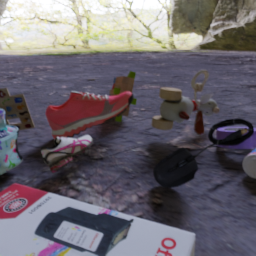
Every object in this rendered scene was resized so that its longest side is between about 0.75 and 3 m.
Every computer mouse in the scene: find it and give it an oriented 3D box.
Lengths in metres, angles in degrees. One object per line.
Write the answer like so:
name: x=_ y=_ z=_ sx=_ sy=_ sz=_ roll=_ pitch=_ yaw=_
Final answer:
computer mouse: x=1.410 y=0.569 z=5.750 sx=0.418 sy=2.454 sz=0.719 roll=-11 pitch=65 yaw=-53

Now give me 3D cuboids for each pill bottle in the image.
pill bottle: x=3.377 y=0.788 z=6.992 sx=0.627 sy=0.627 sz=1.118 roll=18 pitch=27 yaw=40

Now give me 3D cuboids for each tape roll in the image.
tape roll: x=3.196 y=0.279 z=8.222 sx=1.168 sy=0.496 sz=1.168 roll=-3 pitch=6 yaw=0

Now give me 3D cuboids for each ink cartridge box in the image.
ink cartridge box: x=-0.841 y=1.877 z=3.160 sx=2.850 sy=1.180 sz=2.077 roll=8 pitch=21 yaw=21

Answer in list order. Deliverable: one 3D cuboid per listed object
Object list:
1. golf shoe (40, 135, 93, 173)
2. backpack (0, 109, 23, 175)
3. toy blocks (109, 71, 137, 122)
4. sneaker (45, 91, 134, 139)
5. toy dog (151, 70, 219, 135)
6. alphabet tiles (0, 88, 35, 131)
golf shoe: x=-1.477 y=0.460 z=7.052 sx=0.573 sy=0.727 sz=1.580 roll=-30 pitch=3 yaw=36
backpack: x=-3.833 y=0.543 z=6.142 sx=2.194 sy=1.861 sz=2.471 roll=4 pitch=26 yaw=14
toy blocks: x=-0.356 y=-1.264 z=11.199 sx=0.976 sy=1.953 sz=1.335 roll=9 pitch=4 yaw=-23
sneaker: x=-1.249 y=-0.676 z=8.833 sx=2.918 sy=1.265 sz=1.075 roll=-24 pitch=16 yaw=-2
toy dog: x=2.106 y=-0.605 z=9.070 sx=2.793 sy=1.842 sz=1.345 roll=-25 pitch=35 yaw=-24
alphabet tiles: x=-3.799 y=-0.410 z=8.159 sx=1.729 sy=2.068 sz=0.078 roll=-11 pitch=60 yaw=-13
